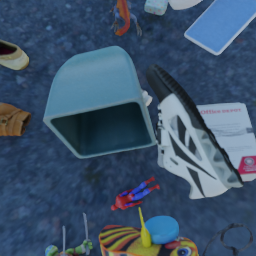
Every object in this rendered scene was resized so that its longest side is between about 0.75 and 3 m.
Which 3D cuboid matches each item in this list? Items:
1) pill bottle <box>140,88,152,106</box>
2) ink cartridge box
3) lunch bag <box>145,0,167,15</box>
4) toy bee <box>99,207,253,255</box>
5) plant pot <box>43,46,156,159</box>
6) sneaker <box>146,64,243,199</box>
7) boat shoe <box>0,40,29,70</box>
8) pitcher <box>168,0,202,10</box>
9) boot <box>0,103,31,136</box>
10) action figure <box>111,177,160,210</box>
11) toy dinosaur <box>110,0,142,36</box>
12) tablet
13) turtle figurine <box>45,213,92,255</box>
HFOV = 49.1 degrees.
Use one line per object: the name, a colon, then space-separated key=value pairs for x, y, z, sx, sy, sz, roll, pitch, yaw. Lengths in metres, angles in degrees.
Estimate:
pill bottle: x=0.304 y=-1.019 z=8.683 sx=0.834 sy=0.462 sz=0.462 roll=35 pitch=70 yaw=15
ink cartridge box: x=2.626 y=0.424 z=7.773 sx=1.488 sy=0.854 sz=2.048 roll=-4 pitch=65 yaw=-2
lunch bag: x=1.057 y=-4.565 z=10.447 sx=0.801 sy=0.309 sz=0.642 roll=17 pitch=63 yaw=8
toy bee: x=0.584 y=2.082 z=4.617 sx=2.627 sy=1.428 sz=1.720 roll=-29 pitch=95 yaw=21
plant pot: x=-0.664 y=-0.830 z=7.493 sx=2.276 sy=2.270 sz=2.318 roll=-11 pitch=59 yaw=9
sneaker: x=0.936 y=0.163 z=5.528 sx=1.285 sy=1.075 sz=2.903 roll=-31 pitch=89 yaw=22
boat shoe: x=-4.486 y=-2.622 z=9.254 sx=2.381 sy=0.790 sz=0.881 roll=12 pitch=65 yaw=6
pitcher: x=1.616 y=-3.938 z=6.753 sx=1.866 sy=1.131 sz=1.600 roll=-31 pitch=83 yaw=15
boot: x=-3.734 y=0.084 z=8.141 sx=1.347 sy=0.665 sz=1.735 roll=16 pitch=59 yaw=3
action figure: x=0.165 y=1.799 z=7.424 sx=1.371 sy=0.354 sz=0.448 roll=-27 pitch=62 yaw=-7
toy dinosaur: x=-0.286 y=-3.943 z=9.610 sx=0.996 sy=1.897 sz=1.721 roll=-20 pitch=33 yaw=7
tablet: x=2.628 y=-2.965 z=7.615 sx=1.963 sy=0.134 sz=1.278 roll=-47 pitch=59 yaw=2
turtle figurine: x=-1.116 y=3.002 z=6.426 sx=1.511 sy=1.122 sz=1.559 roll=39 pitch=74 yaw=12
